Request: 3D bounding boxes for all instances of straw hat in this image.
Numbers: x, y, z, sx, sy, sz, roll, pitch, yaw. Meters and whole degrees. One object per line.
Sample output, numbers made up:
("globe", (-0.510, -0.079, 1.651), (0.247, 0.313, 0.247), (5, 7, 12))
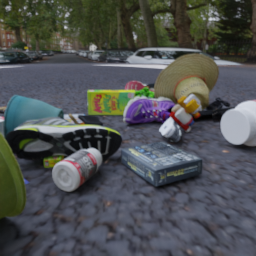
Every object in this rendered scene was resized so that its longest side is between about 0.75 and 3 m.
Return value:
("straw hat", (2.489, -1.289, 10.812), (2.980, 2.980, 1.261), (-6, 48, -21))

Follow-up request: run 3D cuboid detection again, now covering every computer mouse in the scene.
("computer mouse", (3.754, -0.873, 11.957), (1.071, 0.282, 0.741), (-28, 48, -25))

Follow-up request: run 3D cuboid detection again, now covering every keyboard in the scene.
("keyboard", (3.369, -0.450, 10.898), (2.447, 0.485, 1.273), (-7, -6, -18))

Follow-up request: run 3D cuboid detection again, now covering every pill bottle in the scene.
("pill bottle", (-1.004, 0.816, 5.836), (0.615, 0.615, 1.110), (7, 18, 22))
("pill bottle", (3.854, -0.185, 8.109), (2.292, 1.287, 1.287), (-10, 19, -28))

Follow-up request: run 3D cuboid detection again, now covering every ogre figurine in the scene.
("ogre figurine", (0.775, -1.642, 14.279), (0.891, 0.729, 1.486), (-32, 16, -29))

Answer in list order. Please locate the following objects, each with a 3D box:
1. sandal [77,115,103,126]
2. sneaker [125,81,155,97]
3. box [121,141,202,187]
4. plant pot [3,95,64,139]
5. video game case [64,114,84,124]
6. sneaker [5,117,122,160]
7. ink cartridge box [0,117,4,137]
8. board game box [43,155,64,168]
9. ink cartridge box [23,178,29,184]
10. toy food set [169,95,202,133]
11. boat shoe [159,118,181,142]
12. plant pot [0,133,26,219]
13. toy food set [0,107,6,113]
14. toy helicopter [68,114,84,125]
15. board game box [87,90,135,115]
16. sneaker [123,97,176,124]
("sandal", (-1.285, -0.124, 9.301), (0.740, 0.444, 1.971), (4, 10, -16))
("sneaker", (0.862, -2.004, 15.395), (2.209, 0.891, 0.825), (10, -4, 21))
("box", (0.703, 0.752, 6.347), (1.216, 0.394, 1.543), (-8, 15, -28))
("plant pot", (-2.575, -0.150, 7.960), (1.335, 1.421, 1.421), (6, 16, -1))
("video game case", (-2.158, -0.271, 10.466), (1.052, 0.131, 1.470), (-2, 16, -8))
("sneaker", (-1.486, 0.146, 6.908), (2.690, 0.994, 1.089), (5, 29, -9))
("ink cartridge box", (-4.411, 0.010, 8.613), (1.349, 0.577, 0.995), (-1, 13, 3))
("board game box", (-1.819, 0.728, 6.917), (0.408, 0.191, 0.803), (-2, 16, -8))
("ink cartridge box", (-2.620, 1.068, 5.778), (0.842, 0.182, 0.827), (-17, 23, -42))
("toy food set", (1.984, -0.418, 9.014), (0.893, 0.947, 1.984), (44, 3, -6))
("boat shoe", (1.340, 0.092, 8.582), (0.522, 0.552, 1.540), (40, 9, -5))
("plant pot", (-2.911, 0.870, 3.496), (2.285, 2.285, 2.170), (10, 31, 31))
("toy food set", (-5.004, -0.777, 12.061), (1.661, 0.262, 1.056), (3, 14, 39))
("toy helicopter", (-1.464, -0.044, 8.364), (0.374, 0.949, 0.628), (-42, 35, -10))
("board game box", (-0.681, -1.041, 11.578), (1.924, 0.977, 0.458), (0, 18, 0))
("sneaker", (0.946, -0.605, 10.264), (2.450, 0.988, 1.022), (-12, 30, -30))
